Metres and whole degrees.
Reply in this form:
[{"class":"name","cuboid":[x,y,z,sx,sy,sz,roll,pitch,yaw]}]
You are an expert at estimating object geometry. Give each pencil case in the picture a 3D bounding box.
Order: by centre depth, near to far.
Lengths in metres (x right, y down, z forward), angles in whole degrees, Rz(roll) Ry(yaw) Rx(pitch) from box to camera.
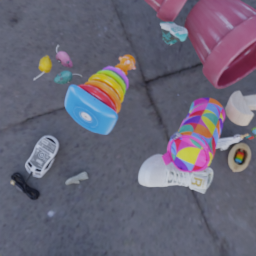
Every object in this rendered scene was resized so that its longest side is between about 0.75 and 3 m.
[{"class":"pencil case","cuboid":[1.681,0.097,6.821,1.067,1.067,2.414,38,37,7]}]

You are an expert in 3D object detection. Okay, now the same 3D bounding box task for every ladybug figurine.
[{"class":"ladybug figurine","cuboid":[3.961,1.077,10.077,0.748,0.397,1.103,27,80,5]}]

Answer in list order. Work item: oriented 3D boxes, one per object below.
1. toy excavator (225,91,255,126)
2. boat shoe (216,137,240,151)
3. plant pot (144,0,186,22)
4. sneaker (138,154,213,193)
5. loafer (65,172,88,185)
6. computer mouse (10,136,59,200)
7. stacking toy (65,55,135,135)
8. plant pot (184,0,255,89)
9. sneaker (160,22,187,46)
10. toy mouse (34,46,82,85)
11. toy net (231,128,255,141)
[{"class":"toy excavator","cuboid":[4.536,-0.319,7.494,2.841,1.460,2.922,-32,61,-19]},{"class":"boat shoe","cuboid":[3.398,0.615,10.173,1.327,0.488,0.434,-10,83,9]},{"class":"plant pot","cuboid":[1.005,-4.275,7.989,1.736,1.940,1.940,30,80,-7]},{"class":"sneaker","cuboid":[1.412,1.244,7.437,1.325,2.292,0.844,15,101,41]},{"class":"loafer","cuboid":[-1.826,1.857,9.985,0.829,0.290,0.289,-25,72,-5]},{"class":"computer mouse","cuboid":[-3.173,1.328,10.013,1.232,0.493,2.246,32,86,11]},{"class":"stacking toy","cuboid":[-0.534,-1.229,8.052,1.507,1.425,2.597,33,61,-2]},{"class":"plant pot","cuboid":[2.826,-2.655,8.080,2.337,2.337,2.092,-32,71,-6]},{"class":"sneaker","cuboid":[1.240,-2.494,7.635,0.466,0.548,1.202,-10,36,-12]},{"class":"toy mouse","cuboid":[-2.035,-1.904,8.736,1.374,0.299,1.546,20,60,-22]},{"class":"toy net","cuboid":[3.272,0.213,7.804,0.826,0.434,0.160,-16,65,9]}]
